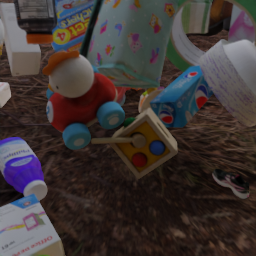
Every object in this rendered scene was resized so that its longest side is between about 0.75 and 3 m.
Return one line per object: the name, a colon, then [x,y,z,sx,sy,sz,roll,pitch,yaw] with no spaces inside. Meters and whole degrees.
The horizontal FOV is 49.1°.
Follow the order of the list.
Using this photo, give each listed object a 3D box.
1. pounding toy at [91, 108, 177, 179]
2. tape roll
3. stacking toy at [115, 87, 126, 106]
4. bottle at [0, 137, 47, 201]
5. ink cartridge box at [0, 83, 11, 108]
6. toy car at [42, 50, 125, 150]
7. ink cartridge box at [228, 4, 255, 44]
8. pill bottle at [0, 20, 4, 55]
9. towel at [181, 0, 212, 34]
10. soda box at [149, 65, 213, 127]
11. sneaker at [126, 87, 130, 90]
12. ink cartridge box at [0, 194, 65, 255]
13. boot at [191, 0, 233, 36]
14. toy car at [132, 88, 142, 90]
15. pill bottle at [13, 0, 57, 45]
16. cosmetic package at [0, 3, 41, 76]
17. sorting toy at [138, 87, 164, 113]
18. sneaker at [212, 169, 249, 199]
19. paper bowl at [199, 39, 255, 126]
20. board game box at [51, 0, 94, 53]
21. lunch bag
pounding toy: [0.128,0.228,4.548,0.931,1.011,0.719,-37,8,17]
tape roll: [2.207,-2.485,7.130,2.979,2.979,0.716,18,58,25]
stacking toy: [-0.942,-1.599,9.957,2.038,0.861,1.845,13,70,11]
bottle: [-2.538,0.954,6.644,0.846,0.661,2.026,-20,38,-30]
ink cartridge box: [-5.062,-1.177,9.990,1.372,0.576,0.998,1,33,1]
toy car: [-0.888,-0.614,4.242,1.197,1.353,1.247,-31,54,1]
ink cartridge box: [4.014,-2.533,7.499,0.590,2.726,2.677,-26,38,-32]
pill bottle: [-3.532,-2.035,6.344,1.287,1.287,2.282,-23,1,-31]
towel: [1.438,-3.366,8.661,2.122,1.583,0.326,0,70,11]
soda box: [1.393,-0.802,6.611,0.692,0.654,2.039,1,33,43]
sneaker: [-1.237,-2.020,10.732,2.802,0.990,1.369,16,21,22]
ink cartridge box: [-1.909,1.985,5.150,0.976,0.572,1.351,-21,40,-29]
boot: [2.945,-4.453,9.432,0.834,2.436,2.293,-1,6,-41]
toy car: [0.503,-1.874,11.157,0.391,0.577,1.176,45,42,-13]
pill bottle: [-1.685,-2.226,5.070,0.728,1.371,0.728,-2,18,1]
cosmetic package: [-3.628,-2.950,9.352,0.915,1.161,2.157,-11,68,-27]
sorting toy: [1.053,-1.092,9.898,1.572,0.840,1.415,-5,14,-8]
sneaker: [2.435,1.189,6.523,0.384,0.412,0.955,-23,39,-33]
paper bowl: [2.337,-0.999,5.581,1.788,0.930,1.788,32,37,-28]
board game box: [-1.354,-3.477,7.803,2.479,0.693,2.428,-28,78,-5]
lunch bag: [-0.235,-1.855,5.918,1.352,1.889,2.218,16,-2,-35]
